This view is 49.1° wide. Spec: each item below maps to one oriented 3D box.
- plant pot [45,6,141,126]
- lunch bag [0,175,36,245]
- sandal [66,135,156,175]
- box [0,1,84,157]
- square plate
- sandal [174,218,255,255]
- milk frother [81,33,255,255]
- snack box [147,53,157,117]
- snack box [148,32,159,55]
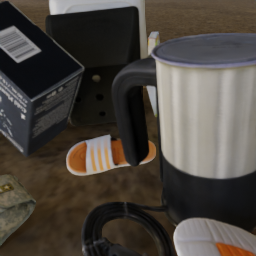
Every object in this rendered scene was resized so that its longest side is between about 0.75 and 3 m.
[{"bbox_3d":[-0.763,-1.403,7.234,2.429,2.435,2.160,-6,44,-1],"label":"plant pot"},{"bbox_3d":[-1.935,1.180,4.140,0.789,0.566,0.962,27,64,38],"label":"lunch bag"},{"bbox_3d":[-0.290,0.434,5.459,1.820,0.522,0.697,-8,69,-13],"label":"sandal"},{"bbox_3d":[-2.209,-0.897,5.600,2.096,2.061,1.299,42,54,7],"label":"box"},{"bbox_3d":[-0.834,-2.697,8.770,2.952,2.924,0.420,-6,8,-5],"label":"square plate"},{"bbox_3d":[1.532,1.795,3.316,2.336,0.669,0.895,19,33,-12],"label":"sandal"},{"bbox_3d":[0.664,0.372,3.693,2.494,2.599,2.763,2,29,17],"label":"milk frother"},{"bbox_3d":[1.240,-0.776,6.662,1.667,0.621,2.344,29,29,-25],"label":"snack box"},{"bbox_3d":[1.130,-3.602,12.337,0.365,0.980,1.379,4,31,10],"label":"snack box"}]
